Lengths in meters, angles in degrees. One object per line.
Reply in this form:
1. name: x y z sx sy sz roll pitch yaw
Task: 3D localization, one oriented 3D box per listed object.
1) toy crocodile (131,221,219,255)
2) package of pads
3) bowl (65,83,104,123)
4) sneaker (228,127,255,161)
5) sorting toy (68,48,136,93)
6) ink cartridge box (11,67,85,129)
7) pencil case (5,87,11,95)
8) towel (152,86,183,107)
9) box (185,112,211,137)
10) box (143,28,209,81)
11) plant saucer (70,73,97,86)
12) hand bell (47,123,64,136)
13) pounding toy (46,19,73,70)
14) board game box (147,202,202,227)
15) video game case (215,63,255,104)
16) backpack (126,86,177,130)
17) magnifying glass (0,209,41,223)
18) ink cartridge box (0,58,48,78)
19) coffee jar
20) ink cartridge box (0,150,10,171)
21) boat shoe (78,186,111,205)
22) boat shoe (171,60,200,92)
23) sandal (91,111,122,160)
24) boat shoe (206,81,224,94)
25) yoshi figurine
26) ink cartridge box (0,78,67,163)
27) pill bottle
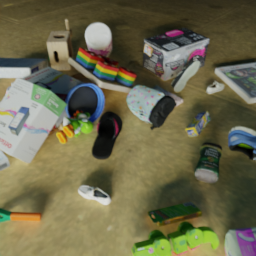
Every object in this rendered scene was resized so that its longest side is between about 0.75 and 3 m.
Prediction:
1. toy crocodile: 1.147 2.818 6.839 2.166 0.669 0.731 -11 -2 -13
2. package of pads: 3.532 3.108 6.147 2.452 0.836 1.894 -6 39 4
3. bowl: -1.659 -0.899 10.643 1.643 1.643 0.323 -28 35 -30
4. sneaker: 4.206 0.679 8.739 2.166 0.851 0.966 11 52 24
5. sorting toy: -0.904 -2.494 12.093 2.415 0.845 2.429 3 30 -50
6. ink cartridge box: -3.119 -1.320 11.513 2.728 1.130 1.988 28 47 30
7. pencil case: -4.558 -1.212 10.874 0.404 0.890 0.370 20 48 -23
8. towel: 1.268 -1.175 12.017 1.637 0.264 1.564 -31 50 -31
9. box: 2.649 -0.144 10.548 0.423 0.388 1.208 -9 24 45
10. box: 2.386 -3.738 14.146 2.788 1.600 1.842 -25 46 -26
11. plant saucer: -2.022 -2.165 13.157 1.622 0.287 1.622 0 34 0
12. hand bell: -2.650 0.054 10.465 1.061 0.553 0.553 -24 43 -9
13. pounding toy: -3.582 -4.558 14.691 1.122 2.155 2.453 -2 39 -2
14. board game box: 1.234 2.326 7.570 1.343 0.201 0.642 -7 11 -12
15. video game case: 6.046 -2.237 13.281 2.694 0.346 2.963 -10 40 -12
16. backpack: 0.794 -0.911 10.863 1.737 1.100 1.450 28 70 39
17. magnifying glass: -3.321 2.331 7.456 1.911 0.761 0.214 6 34 -8
18. ink cartridge box: -5.508 -2.897 13.437 2.634 0.570 2.586 1 23 2
19. coffee jar: 2.600 1.071 8.990 0.729 0.596 1.398 12 40 16
20. ink cartridge box: -4.901 1.027 9.214 1.330 0.393 1.662 -31 50 -32
21. boat shoe: -0.987 1.882 8.153 1.074 0.372 0.380 15 50 18
22. boat shoe: 2.502 -2.383 12.492 0.627 1.659 0.500 14 34 -44
23. sandal: -0.753 0.105 10.208 0.935 0.561 2.490 3 39 6
24. boat shoe: 4.012 -1.929 12.816 1.054 0.449 0.389 -21 43 -23
25. yoshi figurine: -1.742 0.021 10.012 0.926 0.923 1.648 15 31 17
26. ink cartridge box: -3.522 -0.271 9.457 1.746 1.051 2.403 24 79 27
27. pill bottle: -1.455 -4.298 14.302 1.287 1.287 2.292 -2 -3 -2
